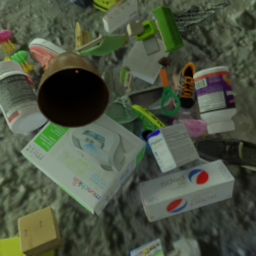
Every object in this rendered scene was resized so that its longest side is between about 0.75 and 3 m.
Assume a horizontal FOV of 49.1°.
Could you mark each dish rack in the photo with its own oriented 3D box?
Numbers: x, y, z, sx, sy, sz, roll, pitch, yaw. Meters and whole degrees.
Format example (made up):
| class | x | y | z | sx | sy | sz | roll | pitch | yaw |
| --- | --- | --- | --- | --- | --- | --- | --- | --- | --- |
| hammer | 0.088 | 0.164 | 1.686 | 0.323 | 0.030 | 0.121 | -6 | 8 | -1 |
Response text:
| class | x | y | z | sx | sy | sz | roll | pitch | yaw |
| --- | --- | --- | --- | --- | --- | --- | --- | --- | --- |
| dish rack | 2.094 | -3.442 | 9.128 | 1.821 | 2.374 | 0.648 | -32 | 114 | -5 |

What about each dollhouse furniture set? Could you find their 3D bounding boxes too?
| class | x | y | z | sx | sy | sz | roll | pitch | yaw |
| --- | --- | --- | --- | --- | --- | --- | --- | --- | --- |
| dollhouse furniture set | 0.043 | -2.369 | 8.295 | 2.989 | 1.494 | 1.154 | -16 | 99 | 32 |

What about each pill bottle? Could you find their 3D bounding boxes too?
| class | x | y | z | sx | sy | sz | roll | pitch | yaw |
| --- | --- | --- | --- | --- | --- | --- | --- | --- | --- |
| pill bottle | -3.357 | -0.961 | 8.500 | 1.159 | 1.159 | 2.034 | -27 | 75 | -11 |
| pill bottle | 2.478 | -0.745 | 7.903 | 0.975 | 0.975 | 1.750 | -9 | 88 | -4 |

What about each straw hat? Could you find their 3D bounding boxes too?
| class | x | y | z | sx | sy | sz | roll | pitch | yaw |
| --- | --- | --- | --- | --- | --- | --- | --- | --- | --- |
| straw hat | -1.514 | -3.066 | 9.702 | 0.470 | 1.111 | 1.111 | -4 | 67 | -18 |

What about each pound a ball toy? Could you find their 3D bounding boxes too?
| class | x | y | z | sx | sy | sz | roll | pitch | yaw |
| --- | --- | --- | --- | --- | --- | --- | --- | --- | --- |
| pound a ball toy | -0.001 | -1.598 | 9.203 | 0.320 | 0.752 | 0.491 | -28 | 61 | -25 |

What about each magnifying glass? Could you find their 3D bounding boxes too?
| class | x | y | z | sx | sy | sz | roll | pitch | yaw |
| --- | --- | --- | --- | --- | --- | --- | --- | --- | --- |
| magnifying glass | 1.190 | -1.085 | 8.483 | 0.593 | 0.167 | 1.489 | -21 | 71 | 30 |

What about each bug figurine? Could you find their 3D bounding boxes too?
| class | x | y | z | sx | sy | sz | roll | pitch | yaw |
| --- | --- | --- | --- | --- | --- | --- | --- | --- | --- |
| bug figurine | -4.613 | -2.402 | 9.555 | 2.075 | 0.689 | 2.676 | -35 | 72 | -13 |

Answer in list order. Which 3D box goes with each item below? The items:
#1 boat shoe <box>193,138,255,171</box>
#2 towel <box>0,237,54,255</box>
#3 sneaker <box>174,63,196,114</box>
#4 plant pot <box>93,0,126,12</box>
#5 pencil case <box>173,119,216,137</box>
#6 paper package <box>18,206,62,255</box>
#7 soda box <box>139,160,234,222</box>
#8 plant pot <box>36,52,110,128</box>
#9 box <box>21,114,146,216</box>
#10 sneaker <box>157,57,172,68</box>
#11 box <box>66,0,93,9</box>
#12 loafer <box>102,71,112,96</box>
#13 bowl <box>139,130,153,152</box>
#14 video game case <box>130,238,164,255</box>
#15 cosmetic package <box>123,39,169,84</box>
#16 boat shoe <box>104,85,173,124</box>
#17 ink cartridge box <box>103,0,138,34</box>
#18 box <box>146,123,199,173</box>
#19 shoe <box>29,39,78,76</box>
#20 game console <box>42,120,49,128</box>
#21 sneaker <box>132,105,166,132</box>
| class | x | y | z | sx | sy | sz | roll | pitch | yaw |
| --- | --- | --- | --- | --- | --- | --- | --- | --- | --- |
| boat shoe | 3.158 | 0.689 | 8.201 | 2.505 | 0.823 | 0.895 | 12 | 67 | 5 |
| towel | -3.401 | 3.533 | 7.142 | 2.983 | 0.269 | 1.284 | -8 | 47 | -4 |
| sneaker | 1.885 | -1.311 | 9.112 | 0.701 | 0.692 | 1.791 | 4 | 69 | 0 |
| plant pot | -0.636 | -4.987 | 10.375 | 1.235 | 1.127 | 1.241 | 28 | 71 | 11 |
| pencil case | 2.058 | 0.001 | 8.643 | 1.331 | 0.582 | 0.582 | 0 | 68 | 1 |
| paper package | -2.314 | 2.718 | 7.296 | 0.955 | 0.518 | 1.002 | -20 | 46 | -11 |
| soda box | 1.565 | 1.707 | 7.612 | 2.422 | 0.825 | 0.771 | -15 | 40 | -5 |
| plant pot | -1.500 | -1.227 | 7.336 | 1.712 | 1.712 | 1.831 | -15 | 42 | -6 |
| box | -1.193 | 0.756 | 7.966 | 2.568 | 1.241 | 2.266 | 36 | 70 | 14 |
| sneaker | 1.225 | -2.100 | 9.076 | 0.288 | 0.818 | 0.309 | -41 | 80 | 28 |
| box | -2.305 | -6.065 | 10.131 | 2.416 | 2.376 | 1.418 | 28 | 70 | 11 |
| loafer | -0.801 | -1.314 | 9.212 | 0.421 | 0.369 | 1.172 | 26 | 60 | -29 |
| bowl | 0.878 | 0.367 | 8.314 | 1.116 | 0.219 | 1.116 | 7 | 28 | -4 |
| video game case | 0.464 | 3.192 | 6.692 | 0.842 | 1.177 | 0.105 | -27 | 102 | 4 |
| cosmetic package | 0.665 | -2.431 | 9.684 | 1.177 | 0.403 | 1.561 | 25 | 70 | 7 |
| boat shoe | 0.320 | -0.801 | 8.833 | 2.306 | 0.739 | 0.850 | -17 | 73 | -6 |
| ink cartridge box | -0.273 | -4.179 | 9.920 | 1.402 | 1.235 | 0.313 | -40 | 74 | -11 |
| box | 1.187 | 0.511 | 7.431 | 0.989 | 0.564 | 1.075 | -12 | 74 | -40 |
| shoe | -2.428 | -1.840 | 9.023 | 2.834 | 1.013 | 1.289 | 29 | 73 | 22 |
| game console | -2.119 | -0.622 | 9.086 | 1.016 | 0.208 | 1.723 | 22 | 70 | 9 |
| sneaker | 0.533 | -0.192 | 8.246 | 1.306 | 0.484 | 0.546 | 43 | 114 | 19 |
